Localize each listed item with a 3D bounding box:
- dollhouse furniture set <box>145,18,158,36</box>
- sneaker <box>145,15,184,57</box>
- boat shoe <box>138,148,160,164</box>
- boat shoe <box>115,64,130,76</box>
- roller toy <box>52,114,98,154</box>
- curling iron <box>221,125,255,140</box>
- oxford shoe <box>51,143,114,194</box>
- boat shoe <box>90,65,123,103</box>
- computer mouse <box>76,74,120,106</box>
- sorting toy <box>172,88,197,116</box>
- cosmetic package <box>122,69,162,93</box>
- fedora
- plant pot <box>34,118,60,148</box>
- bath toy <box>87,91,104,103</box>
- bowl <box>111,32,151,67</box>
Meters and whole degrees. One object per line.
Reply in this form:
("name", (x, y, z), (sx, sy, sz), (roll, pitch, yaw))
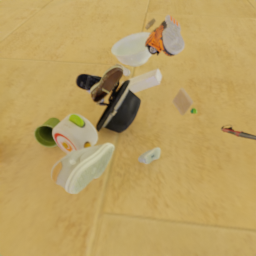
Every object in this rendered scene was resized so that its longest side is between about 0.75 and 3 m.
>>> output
("dollhouse furniture set", (1.097, -3.895, 11.208), (0.693, 0.791, 0.525), (-41, 6, -5))
("sneaker", (1.235, -2.935, 9.941), (0.902, 1.302, 2.324), (34, 39, -19))
("boat shoe", (0.646, 0.823, 8.522), (0.367, 0.359, 1.030), (4, 13, 32))
("boat shoe", (-0.273, -2.635, 12.589), (0.318, 0.323, 0.911), (13, 28, -49))
("roller toy", (-1.632, 0.288, 8.531), (1.214, 1.331, 0.930), (-9, 32, 50))
("curling iron", (3.327, 0.144, 8.228), (0.378, 0.195, 1.524), (-24, 20, -18))
("oxford shoe", (-1.064, 0.874, 7.299), (0.805, 1.048, 2.787), (23, 14, 13))
("boat shoe", (-0.617, -1.261, 8.460), (0.537, 1.454, 0.538), (20, 46, -31))
("computer mouse", (-1.059, -1.263, 9.303), (1.447, 1.016, 0.333), (5, 21, -19))
("sorting toy", (1.544, -0.607, 7.542), (0.117, 0.586, 0.793), (-18, 65, -31))
("cosmetic package", (0.472, -1.766, 11.076), (1.655, 0.419, 0.683), (-15, 28, 27))
("fedora", (-0.227, -0.571, 9.469), (0.931, 2.039, 2.039), (32, 42, -11))
("plant pot", (-2.551, 0.072, 9.271), (0.861, 0.861, 0.818), (3, 31, 4))
("bath toy", (-1.098, -1.208, 9.534), (0.869, 0.378, 0.321), (51, 35, -9))
("bowl", (0.337, -3.432, 12.716), (2.046, 0.920, 2.046), (-14, 40, 12))
